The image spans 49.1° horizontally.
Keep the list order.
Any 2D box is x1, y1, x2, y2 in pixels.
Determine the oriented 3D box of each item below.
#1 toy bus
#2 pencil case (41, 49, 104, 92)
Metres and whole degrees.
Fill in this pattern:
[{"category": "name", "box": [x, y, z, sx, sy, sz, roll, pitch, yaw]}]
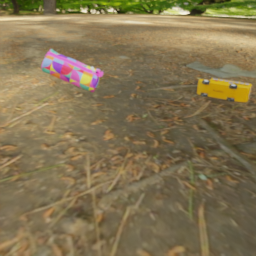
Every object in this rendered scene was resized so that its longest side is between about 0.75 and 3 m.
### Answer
[{"category": "toy bus", "box": [4.701, -1.905, 13.815, 2.424, 0.789, 0.949, 14, 31, 24]}, {"category": "pencil case", "box": [-2.157, -2.234, 10.926, 2.330, 1.030, 1.030, 20, 28, -5]}]
